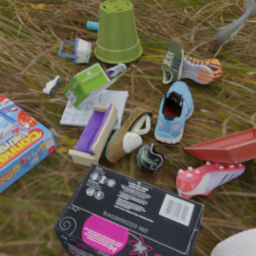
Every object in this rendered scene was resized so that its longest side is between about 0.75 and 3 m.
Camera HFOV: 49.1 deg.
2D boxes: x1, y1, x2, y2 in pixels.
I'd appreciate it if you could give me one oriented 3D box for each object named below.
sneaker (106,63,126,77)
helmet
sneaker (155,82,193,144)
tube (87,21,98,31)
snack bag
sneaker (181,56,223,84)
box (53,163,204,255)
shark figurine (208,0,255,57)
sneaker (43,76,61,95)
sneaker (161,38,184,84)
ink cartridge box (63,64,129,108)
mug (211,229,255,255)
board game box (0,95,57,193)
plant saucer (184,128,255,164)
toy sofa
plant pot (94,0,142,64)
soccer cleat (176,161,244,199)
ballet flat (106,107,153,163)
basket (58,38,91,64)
[{"bbox_3d":[-0.434,-2.351,11.296,0.813,0.328,0.469,-19,23,18],"label":"sneaker"},{"bbox_3d":[0.638,0.885,8.242,0.765,0.802,0.802,38,58,11],"label":"helmet"},{"bbox_3d":[1.641,-0.773,9.323,1.083,1.243,2.764,10,44,11],"label":"sneaker"},{"bbox_3d":[-1.271,-4.843,13.529,1.417,0.357,0.549,11,63,4],"label":"tube"},{"bbox_3d":[-1.146,-0.741,10.020,2.116,0.226,1.995,7,49,6],"label":"snack bag"},{"bbox_3d":[2.665,-2.414,11.166,1.309,0.906,2.336,-23,45,-38],"label":"sneaker"},{"bbox_3d":[0.053,2.341,6.461,2.795,1.603,1.847,19,50,14],"label":"box"},{"bbox_3d":[3.949,-4.151,11.361,1.294,3.101,1.853,39,84,0],"label":"shark figurine"},{"bbox_3d":[-2.916,-1.666,10.754,0.421,0.361,0.968,12,50,17],"label":"sneaker"},{"bbox_3d":[1.599,-2.394,10.453,0.776,1.729,0.580,-28,45,-23],"label":"sneaker"},{"bbox_3d":[-1.093,-1.635,9.669,1.986,1.468,0.752,-38,95,-30],"label":"ink cartridge box"},{"bbox_3d":[2.665,3.047,5.509,1.510,1.794,2.046,18,53,-3],"label":"mug"},{"bbox_3d":[-4.157,0.518,8.562,2.713,0.774,2.770,32,56,25],"label":"board game box"},{"bbox_3d":[3.286,0.458,7.853,2.624,2.619,0.482,-14,89,-12],"label":"plant saucer"},{"bbox_3d":[-1.031,0.128,8.681,0.841,0.991,2.030,12,54,14],"label":"toy sofa"},{"bbox_3d":[-0.442,-4.076,11.600,2.132,2.025,2.132,0,45,0],"label":"plant pot"},{"bbox_3d":[2.329,1.448,7.916,2.245,0.858,0.749,-8,16,-25],"label":"soccer cleat"},{"bbox_3d":[0.175,0.170,8.816,0.851,0.798,2.354,2,39,34],"label":"ballet flat"},{"bbox_3d":[-2.198,-3.201,11.667,1.250,0.869,1.102,13,45,-10],"label":"basket"}]
